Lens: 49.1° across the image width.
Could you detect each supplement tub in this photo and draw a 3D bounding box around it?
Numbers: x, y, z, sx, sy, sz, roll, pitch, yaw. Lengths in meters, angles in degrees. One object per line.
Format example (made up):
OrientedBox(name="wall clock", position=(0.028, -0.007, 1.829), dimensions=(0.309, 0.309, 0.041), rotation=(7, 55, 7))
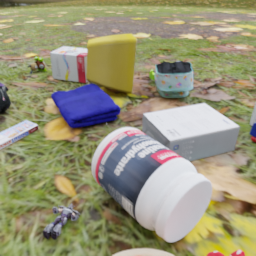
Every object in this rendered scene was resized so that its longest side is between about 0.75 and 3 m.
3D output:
OrientedBox(name="supplement tub", position=(0.475, 1.218, 6.570), dimensions=(1.750, 1.750, 2.494), rotation=(-23, 39, -34))

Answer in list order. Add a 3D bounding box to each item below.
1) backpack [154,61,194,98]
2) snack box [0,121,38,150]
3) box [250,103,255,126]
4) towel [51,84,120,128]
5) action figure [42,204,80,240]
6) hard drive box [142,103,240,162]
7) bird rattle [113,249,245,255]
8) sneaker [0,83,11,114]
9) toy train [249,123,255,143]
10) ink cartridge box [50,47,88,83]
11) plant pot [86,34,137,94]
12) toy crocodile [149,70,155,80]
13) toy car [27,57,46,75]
OrientedBox(name="backpack", position=(2.100, -2.213, 12.834), dimensions=(1.811, 1.579, 2.060), rotation=(1, 19, 4))
OrientedBox(name="snack box", position=(-4.093, 0.252, 9.876), dimensions=(0.653, 0.221, 1.815), rotation=(18, 34, 29))
OrientedBox(name="box", position=(5.224, -0.511, 10.434), dimensions=(0.998, 1.004, 0.656), rotation=(-15, 35, -25))
OrientedBox(name="towel", position=(-1.796, -0.906, 11.536), dimensions=(2.160, 0.725, 2.925), rotation=(-17, 32, -20))
OrientedBox(name="action figure", position=(-1.523, 2.107, 6.479), dimensions=(0.667, 0.355, 1.024), rotation=(6, 28, 17))
OrientedBox(name="hard drive box", position=(1.995, 0.129, 9.327), dimensions=(2.511, 0.964, 1.957), rotation=(-11, 31, -18))
OrientedBox(name="bird rattle", position=(0.451, 2.617, 4.591), dimensions=(2.866, 1.614, 2.336), rotation=(-21, 19, -37))
OrientedBox(name="sneaker", position=(-5.218, -0.952, 11.154), dimensions=(1.244, 1.076, 2.842), rotation=(28, 32, -43))
OrientedBox(name="toy train", position=(5.122, 0.367, 9.263), dimensions=(1.062, 0.777, 1.836), rotation=(-5, 27, -36))
OrientedBox(name="ink cartridge box", position=(-2.905, -3.431, 15.110), dimensions=(2.049, 1.482, 1.489), rotation=(10, 31, 16))
OrientedBox(name="plant pot", position=(-0.859, -3.140, 13.168), dimensions=(2.130, 2.415, 2.415), rotation=(3, 24, -6))
OrientedBox(name="toy crocodile", position=(2.058, -2.554, 14.417), dimensions=(2.073, 0.640, 0.700), rotation=(15, 33, 24))
OrientedBox(name="toy car", position=(-5.293, -3.485, 16.004), dimensions=(0.761, 0.792, 0.965), rotation=(20, 45, 31))
